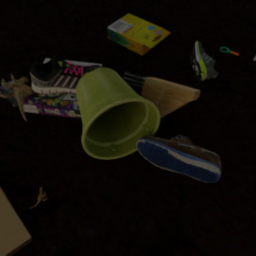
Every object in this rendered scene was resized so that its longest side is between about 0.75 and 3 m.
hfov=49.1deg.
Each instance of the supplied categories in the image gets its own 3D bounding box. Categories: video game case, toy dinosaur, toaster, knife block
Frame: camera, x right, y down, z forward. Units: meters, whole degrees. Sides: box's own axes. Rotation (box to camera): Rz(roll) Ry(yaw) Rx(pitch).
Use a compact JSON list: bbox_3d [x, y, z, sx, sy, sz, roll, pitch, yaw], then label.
[{"bbox_3d":[-2.634,-1.710,11.713,2.636,0.521,2.908,8,53,6],"label":"video game case"},{"bbox_3d":[-4.286,-1.413,10.782,1.178,0.678,2.329,11,46,-29],"label":"toy dinosaur"},{"bbox_3d":[-4.636,-1.446,11.368,1.123,0.638,0.725,40,56,11],"label":"toaster"},{"bbox_3d":[-2.779,2.240,8.865,0.398,0.227,0.750,-12,42,20],"label":"toy dinosaur"},{"bbox_3d":[1.073,-1.522,10.413,2.190,2.495,0.798,63,29,4],"label":"knife block"}]

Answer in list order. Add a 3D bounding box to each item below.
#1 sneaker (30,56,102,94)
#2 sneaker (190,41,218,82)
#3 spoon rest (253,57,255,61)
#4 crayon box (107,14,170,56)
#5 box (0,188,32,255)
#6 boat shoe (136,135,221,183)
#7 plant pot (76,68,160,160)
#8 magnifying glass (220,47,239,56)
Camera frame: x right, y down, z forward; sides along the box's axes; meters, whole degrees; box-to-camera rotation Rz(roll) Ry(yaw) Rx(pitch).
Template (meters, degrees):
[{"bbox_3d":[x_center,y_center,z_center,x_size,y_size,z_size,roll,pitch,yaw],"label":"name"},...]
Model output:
[{"bbox_3d":[-2.384,-2.122,10.773,2.988,1.307,1.102,-6,53,0],"label":"sneaker"},{"bbox_3d":[3.396,-2.991,12.625,0.921,0.841,2.276,1,59,-7],"label":"sneaker"},{"bbox_3d":[6.756,-2.789,12.452,1.138,0.694,2.291,-34,58,-24],"label":"spoon rest"},{"bbox_3d":[0.512,-4.572,13.836,2.681,0.681,1.702,34,59,24],"label":"crayon box"},{"bbox_3d":[-4.548,2.904,8.251,2.318,0.302,2.836,-33,58,-23],"label":"box"},{"bbox_3d":[1.712,0.870,9.480,2.889,1.044,1.046,24,50,5],"label":"boat shoe"},{"bbox_3d":[-0.642,-0.686,9.654,2.662,2.662,2.448,-19,50,-14],"label":"plant pot"},{"bbox_3d":[4.888,-3.684,13.523,0.918,0.103,0.365,29,57,19],"label":"magnifying glass"}]
